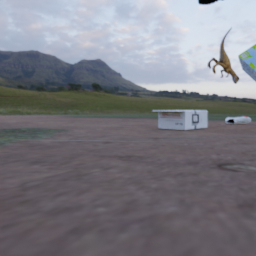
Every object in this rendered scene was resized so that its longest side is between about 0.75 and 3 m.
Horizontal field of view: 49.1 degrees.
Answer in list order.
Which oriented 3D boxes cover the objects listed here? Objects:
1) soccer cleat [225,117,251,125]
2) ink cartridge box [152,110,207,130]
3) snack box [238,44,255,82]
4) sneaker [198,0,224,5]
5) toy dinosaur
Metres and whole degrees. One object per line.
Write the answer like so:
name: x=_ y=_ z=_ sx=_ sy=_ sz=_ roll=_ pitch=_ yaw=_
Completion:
soccer cleat: x=6.283 y=-0.388 z=16.040 sx=1.381 sy=0.474 sz=0.588 roll=2 pitch=18 yaw=25
ink cartridge box: x=2.297 y=-0.365 z=12.392 sx=1.421 sy=0.818 sz=2.453 roll=4 pitch=5 yaw=43
snack box: x=6.225 y=-2.708 z=10.615 sx=2.978 sy=2.511 sz=1.008 roll=-35 pitch=-45 yaw=11
sneaker: x=2.158 y=-3.341 z=6.584 sx=2.316 sy=1.014 sz=0.877 roll=25 pitch=46 yaw=5
toy dinosaur: x=2.524 y=-1.822 z=7.460 sx=0.766 sy=1.442 sz=0.435 roll=-24 pitch=19 yaw=1
